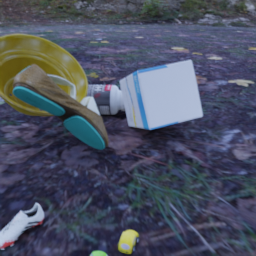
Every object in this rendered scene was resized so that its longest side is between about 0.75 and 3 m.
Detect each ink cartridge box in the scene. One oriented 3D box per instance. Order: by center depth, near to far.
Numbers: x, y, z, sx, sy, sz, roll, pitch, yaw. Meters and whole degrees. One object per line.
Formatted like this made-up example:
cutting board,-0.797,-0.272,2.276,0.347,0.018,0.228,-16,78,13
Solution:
ink cartridge box,0.865,-0.920,8.434,1.616,1.608,2.203,-14,6,-14

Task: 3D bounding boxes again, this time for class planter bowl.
planter bowl,-2.783,-1.275,8.335,2.952,1.230,2.952,19,48,-23

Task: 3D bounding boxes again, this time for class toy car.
toy car,-0.220,2.090,4.490,1.069,0.253,1.136,-6,25,-12

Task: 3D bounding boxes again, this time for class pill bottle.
pill bottle,-0.911,-1.030,10.258,1.936,1.072,1.072,2,25,4

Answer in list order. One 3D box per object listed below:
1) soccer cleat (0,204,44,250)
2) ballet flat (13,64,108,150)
soccer cleat,-1.980,1.744,5.019,0.355,0.441,1.034,20,31,36
ballet flat,-1.450,-0.555,7.028,0.982,2.896,1.048,-17,46,45
